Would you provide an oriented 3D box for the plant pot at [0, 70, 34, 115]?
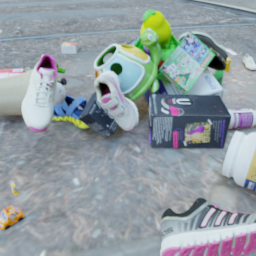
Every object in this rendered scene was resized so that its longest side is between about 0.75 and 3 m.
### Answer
[{"bbox_3d":[-4.149,-1.222,10.453,1.768,1.931,1.931,-8,34,-15],"label":"plant pot"}]

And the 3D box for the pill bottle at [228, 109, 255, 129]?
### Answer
[{"bbox_3d":[4.196,-0.337,10.275,1.279,0.718,0.718,-2,34,-4],"label":"pill bottle"}]

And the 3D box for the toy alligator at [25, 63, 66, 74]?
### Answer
[{"bbox_3d":[-3.444,-2.403,11.222,1.920,0.521,0.569,6,68,16],"label":"toy alligator"}]

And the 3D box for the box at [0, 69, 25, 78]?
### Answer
[{"bbox_3d":[-5.661,-1.603,11.689,2.628,1.244,1.349,-5,34,-7],"label":"box"}]

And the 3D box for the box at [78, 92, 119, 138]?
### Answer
[{"bbox_3d":[-0.850,-0.492,9.495,0.734,1.164,1.184,-23,36,53],"label":"box"}]

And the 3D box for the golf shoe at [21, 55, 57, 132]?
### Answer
[{"bbox_3d":[-2.343,-0.999,7.532,0.852,1.035,2.261,8,58,-22],"label":"golf shoe"}]

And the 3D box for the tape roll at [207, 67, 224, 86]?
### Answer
[{"bbox_3d":[3.032,-2.544,13.594,2.996,0.720,2.996,0,34,0],"label":"tape roll"}]

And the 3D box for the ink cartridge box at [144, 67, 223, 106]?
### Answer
[{"bbox_3d":[2.031,-1.964,11.863,2.904,0.629,2.851,-14,48,-4],"label":"ink cartridge box"}]

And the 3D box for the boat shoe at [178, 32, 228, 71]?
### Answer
[{"bbox_3d":[3.082,-3.002,11.170,2.755,0.830,0.982,9,-19,-38],"label":"boat shoe"}]

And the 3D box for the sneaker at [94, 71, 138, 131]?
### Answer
[{"bbox_3d":[-0.455,-0.759,8.555,0.822,2.022,0.892,-33,-1,29],"label":"sneaker"}]

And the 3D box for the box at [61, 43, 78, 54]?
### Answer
[{"bbox_3d":[-3.642,-4.997,17.520,0.928,0.493,0.706,1,33,1],"label":"box"}]

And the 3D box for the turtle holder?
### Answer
[{"bbox_3d":[0.040,-2.042,9.901,2.682,1.904,2.038,-27,40,28],"label":"turtle holder"}]

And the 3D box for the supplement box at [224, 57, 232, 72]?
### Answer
[{"bbox_3d":[4.903,-3.488,15.093,1.179,0.645,0.641,12,35,16],"label":"supplement box"}]

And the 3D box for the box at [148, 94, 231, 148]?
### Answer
[{"bbox_3d":[1.978,-0.254,9.576,2.504,1.328,1.531,1,33,0],"label":"box"}]

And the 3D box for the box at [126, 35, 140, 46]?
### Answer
[{"bbox_3d":[0.946,-3.699,13.910,1.853,1.337,2.497,-34,30,-2],"label":"box"}]

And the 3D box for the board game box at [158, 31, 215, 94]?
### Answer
[{"bbox_3d":[2.093,-2.314,9.912,1.885,1.268,0.274,-52,10,-15],"label":"board game box"}]

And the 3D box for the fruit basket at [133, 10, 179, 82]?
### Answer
[{"bbox_3d":[1.083,-3.283,10.935,2.608,1.881,2.608,38,24,-20],"label":"fruit basket"}]

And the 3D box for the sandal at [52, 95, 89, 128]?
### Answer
[{"bbox_3d":[-2.245,-0.785,10.545,2.445,1.065,0.972,11,39,31],"label":"sandal"}]

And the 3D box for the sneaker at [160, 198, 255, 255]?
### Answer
[{"bbox_3d":[1.978,2.117,6.242,2.817,1.039,1.232,-9,40,-5],"label":"sneaker"}]

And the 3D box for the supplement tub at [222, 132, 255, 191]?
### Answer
[{"bbox_3d":[3.766,1.014,7.475,2.137,1.543,1.543,18,37,26],"label":"supplement tub"}]

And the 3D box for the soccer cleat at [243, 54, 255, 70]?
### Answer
[{"bbox_3d":[6.649,-3.589,15.342,0.489,0.548,1.412,0,34,0],"label":"soccer cleat"}]

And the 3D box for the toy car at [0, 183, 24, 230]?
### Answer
[{"bbox_3d":[-3.068,1.929,7.101,0.632,0.428,1.288,-16,37,-23],"label":"toy car"}]

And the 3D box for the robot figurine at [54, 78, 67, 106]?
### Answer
[{"bbox_3d":[-2.509,-1.206,9.273,0.807,0.971,1.293,6,16,-22],"label":"robot figurine"}]
